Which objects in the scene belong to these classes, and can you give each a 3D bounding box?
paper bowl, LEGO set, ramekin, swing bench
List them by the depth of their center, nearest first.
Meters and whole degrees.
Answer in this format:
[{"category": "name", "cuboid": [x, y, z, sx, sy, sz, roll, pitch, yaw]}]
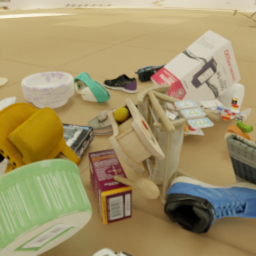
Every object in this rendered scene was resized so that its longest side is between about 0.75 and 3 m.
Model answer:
[{"category": "ramekin", "cuboid": [-1.693, 1.606, 5.222, 2.080, 2.080, 1.016, -18, 61, -29]}, {"category": "LEGO set", "cuboid": [2.080, -0.497, 6.757, 1.608, 0.395, 1.201, -7, 33, -11]}, {"category": "swing bench", "cuboid": [1.031, 0.338, 7.894, 1.538, 2.358, 2.371, -14, 33, -24]}, {"category": "paper bowl", "cuboid": [-3.541, -1.654, 12.572, 2.224, 1.157, 2.224, -1, 30, 0]}]

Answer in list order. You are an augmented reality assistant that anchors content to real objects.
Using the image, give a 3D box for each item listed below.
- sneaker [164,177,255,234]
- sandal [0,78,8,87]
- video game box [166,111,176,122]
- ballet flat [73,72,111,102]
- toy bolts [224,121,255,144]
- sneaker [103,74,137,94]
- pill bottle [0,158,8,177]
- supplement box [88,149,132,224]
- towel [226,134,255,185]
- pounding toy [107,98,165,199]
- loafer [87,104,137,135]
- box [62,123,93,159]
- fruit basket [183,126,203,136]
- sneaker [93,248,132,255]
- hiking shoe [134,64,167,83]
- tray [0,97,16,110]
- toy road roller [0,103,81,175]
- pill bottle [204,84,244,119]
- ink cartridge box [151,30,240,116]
[{"category": "sneaker", "cuboid": [2.103, 1.914, 6.485, 2.560, 0.983, 1.424, 8, 26, 20]}, {"category": "sandal", "cuboid": [-7.285, -2.404, 14.080, 1.076, 0.965, 2.935, 13, 32, 22]}, {"category": "video game box", "cuboid": [1.238, 0.062, 9.431, 0.311, 1.328, 1.210, -22, 36, -29]}, {"category": "ballet flat", "cuboid": [-1.833, -1.776, 13.219, 1.054, 1.009, 2.996, -35, 39, -9]}, {"category": "toy bolts", "cuboid": [3.789, 0.548, 9.192, 0.906, 1.247, 1.306, -38, 59, -12]}, {"category": "sneaker", "cuboid": [-0.379, -2.379, 14.164, 1.917, 0.839, 0.726, 15, 33, 25]}, {"category": "pill bottle", "cuboid": [-4.295, 0.640, 8.530, 1.210, 1.210, 2.186, -14, 33, -23]}, {"category": "supplement box", "cuboid": [-0.501, 1.455, 7.323, 0.759, 0.978, 1.773, -9, 32, -15]}, {"category": "towel", "cuboid": [3.676, 1.281, 6.225, 2.873, 2.766, 0.496, 28, 74, 37]}, {"category": "pounding toy", "cuboid": [-0.108, 0.422, 6.252, 1.361, 1.357, 2.373, -34, 42, 9]}, {"category": "loafer", "cuboid": [-0.294, -0.480, 10.568, 2.650, 0.833, 0.953, -14, 50, -13]}, {"category": "box", "cuboid": [-2.418, 0.442, 9.158, 2.122, 0.528, 1.674, 8, 30, 13]}, {"category": "fruit basket", "cuboid": [2.090, 0.118, 10.085, 1.109, 0.520, 1.027, 10, 15, 2]}, {"category": "sneaker", "cuboid": [-0.130, 2.699, 5.295, 2.263, 0.839, 1.002, -2, 32, -4]}, {"category": "hiking shoe", "cuboid": [1.632, -3.153, 15.457, 2.415, 0.898, 1.047, -6, 31, -10]}, {"category": "tray", "cuboid": [-5.106, -0.431, 10.736, 1.360, 0.281, 2.532, -30, 32, 5]}, {"category": "toy road roller", "cuboid": [-2.158, 0.586, 6.776, 1.898, 2.600, 1.597, -19, 25, 49]}, {"category": "pill bottle", "cuboid": [3.138, -1.445, 11.727, 2.921, 1.662, 1.662, 22, 36, 32]}, {"category": "ink cartridge box", "cuboid": [2.433, -1.755, 9.896, 2.651, 1.919, 1.118, -38, 45, 2]}]
